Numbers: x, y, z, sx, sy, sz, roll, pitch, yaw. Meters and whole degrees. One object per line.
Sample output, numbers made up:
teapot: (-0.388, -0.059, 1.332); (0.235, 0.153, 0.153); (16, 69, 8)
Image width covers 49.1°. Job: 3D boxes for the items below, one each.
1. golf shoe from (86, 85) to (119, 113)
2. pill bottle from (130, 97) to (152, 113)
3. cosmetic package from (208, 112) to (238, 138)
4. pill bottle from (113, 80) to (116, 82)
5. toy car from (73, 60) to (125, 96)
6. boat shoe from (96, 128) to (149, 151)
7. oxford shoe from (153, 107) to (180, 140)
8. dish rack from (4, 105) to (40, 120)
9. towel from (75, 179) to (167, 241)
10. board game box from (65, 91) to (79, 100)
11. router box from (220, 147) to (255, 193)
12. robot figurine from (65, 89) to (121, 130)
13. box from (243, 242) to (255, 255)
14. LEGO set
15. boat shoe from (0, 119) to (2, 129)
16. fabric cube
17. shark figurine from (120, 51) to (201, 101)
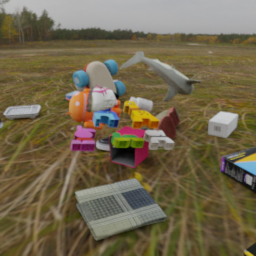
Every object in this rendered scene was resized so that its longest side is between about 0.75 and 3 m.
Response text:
golf shoe: (-0.514, -0.608, 5.829); (0.591, 0.466, 1.284); (12, 21, 3)
pill bottle: (0.440, -0.831, 10.014); (0.772, 0.442, 0.442); (13, 17, -18)
cosmetic package: (3.766, -0.152, 11.088); (0.754, 0.594, 1.401); (13, 24, 34)
pill bottle: (-1.206, -2.174, 15.999); (1.511, 0.904, 0.904); (-17, 27, -37)
toy car: (-1.950, -2.174, 14.796); (2.361, 2.265, 2.561); (-31, 17, -34)
boat shoe: (-0.157, 0.333, 9.726); (1.935, 0.656, 0.694); (-5, 21, -13)
oxford shoe: (1.318, -0.031, 10.831); (0.923, 0.869, 2.468); (-19, 12, 29)
dish rack: (-4.845, -0.696, 12.919); (1.489, 0.324, 1.278); (-4, 22, -10)
towel: (-0.238, 1.827, 6.457); (1.729, 0.299, 1.665); (-7, 25, -24)
board game box: (-2.805, -1.773, 15.792); (1.040, 0.291, 1.018); (9, 22, 23)
router box: (3.947, 1.109, 7.825); (2.142, 0.547, 1.598); (-11, 23, -26)
robot figurine: (-1.172, -0.635, 9.382); (1.815, 1.305, 1.058); (4, 6, -16)
box: (3.386, 2.315, 4.654); (2.353, 0.581, 1.879); (-14, 23, -32)
LEGO set: (-0.143, -0.146, 7.786); (2.875, 1.097, 1.180); (2, 32, -20)
boat shoe: (-5.454, -0.050, 10.801); (0.643, 0.609, 1.839); (3, 21, 8)
fabric cube: (0.046, 0.570, 8.751); (0.930, 0.912, 0.927); (12, 25, 27)
shark figurine: (1.138, -1.456, 8.812); (2.614, 1.091, 1.562); (27, 4, -21)
